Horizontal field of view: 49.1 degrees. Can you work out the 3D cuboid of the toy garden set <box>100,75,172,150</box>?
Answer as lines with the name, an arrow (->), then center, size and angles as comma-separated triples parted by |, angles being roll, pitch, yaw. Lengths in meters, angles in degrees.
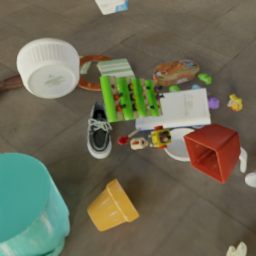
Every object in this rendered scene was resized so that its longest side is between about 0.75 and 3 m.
toy garden set -> 0.412, -0.339, 7.393 | 0.490, 2.048, 2.456 | -12, -1, 35

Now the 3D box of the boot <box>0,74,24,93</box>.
boot -> -5.298, -1.742, 12.309 | 1.709, 0.549, 1.593 | -16, 50, -20

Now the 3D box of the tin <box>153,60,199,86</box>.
tin -> 2.248, -2.581, 13.123 | 2.257, 0.472, 1.264 | -16, 45, -15

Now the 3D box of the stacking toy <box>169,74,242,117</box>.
stacking toy -> 3.204, -1.282, 11.854 | 1.916, 0.597, 2.542 | -23, 49, -22

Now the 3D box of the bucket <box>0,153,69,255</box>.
bucket -> -3.184, 2.285, 7.500 | 3.040, 1.978, 3.040 | -1, 46, 1

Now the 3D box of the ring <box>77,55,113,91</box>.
ring -> -1.493, -2.705, 13.200 | 2.580, 0.248, 2.580 | 3, 50, -3

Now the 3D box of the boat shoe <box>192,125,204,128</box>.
boat shoe -> 2.464, -0.415, 11.026 | 0.433, 0.426, 1.201 | -42, 52, -9

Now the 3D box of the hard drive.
hard drive -> 1.713, -0.717, 10.977 | 2.723, 0.345, 1.797 | -6, 45, 14

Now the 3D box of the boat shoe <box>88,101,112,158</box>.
boat shoe -> -1.056, -0.013, 10.426 | 0.895, 0.828, 2.424 | 1, 47, 1

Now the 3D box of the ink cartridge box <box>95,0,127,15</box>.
ink cartridge box -> -0.794, -5.519, 11.473 | 1.128, 1.555, 0.651 | -4, 70, 19

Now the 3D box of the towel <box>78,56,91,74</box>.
towel -> -2.791, -3.134, 13.781 | 1.829, 0.214, 1.395 | 7, 48, 6

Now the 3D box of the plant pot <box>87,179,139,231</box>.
plant pot -> -0.498, 2.321, 8.078 | 1.153, 1.259, 1.259 | -32, 53, -8

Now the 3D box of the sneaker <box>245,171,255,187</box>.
sneaker -> 4.465, 1.455, 9.309 | 1.562, 0.566, 0.891 | -2, 41, -13

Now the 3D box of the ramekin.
ramekin -> -3.188, -2.297, 11.516 | 2.570, 2.570, 1.197 | -12, 59, -11

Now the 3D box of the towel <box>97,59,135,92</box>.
towel -> -0.497, -2.425, 12.923 | 1.511, 0.232, 1.981 | -12, 54, -15

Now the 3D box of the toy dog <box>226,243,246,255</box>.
toy dog -> 3.262, 3.857, 6.474 | 1.987, 1.387, 1.927 | 21, 57, 16

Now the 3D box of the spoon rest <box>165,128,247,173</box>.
spoon rest -> 2.676, 0.714, 9.725 | 2.914, 0.883, 1.448 | 13, 48, 11

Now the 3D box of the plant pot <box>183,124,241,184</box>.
plant pot -> 1.956, 0.462, 6.249 | 0.856, 0.971, 0.972 | -35, 34, -19
